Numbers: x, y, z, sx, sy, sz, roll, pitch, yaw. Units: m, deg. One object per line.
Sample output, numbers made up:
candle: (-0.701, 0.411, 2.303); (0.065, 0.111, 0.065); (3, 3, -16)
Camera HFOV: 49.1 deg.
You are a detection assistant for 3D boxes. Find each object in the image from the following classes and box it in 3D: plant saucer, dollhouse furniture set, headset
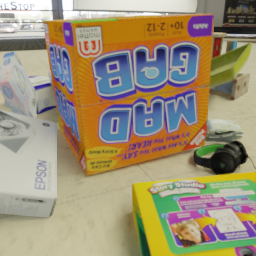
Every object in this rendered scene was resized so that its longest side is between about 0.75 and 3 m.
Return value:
plant saucer: (3.066, -1.938, 9.660); (2.140, 0.512, 2.137); (-16, 22, 47)
dollhouse furniture set: (3.712, -2.418, 10.764); (1.569, 2.226, 1.560); (16, 27, 34)
headset: (2.037, 0.491, 5.606); (0.944, 0.718, 1.529); (-21, 19, -40)

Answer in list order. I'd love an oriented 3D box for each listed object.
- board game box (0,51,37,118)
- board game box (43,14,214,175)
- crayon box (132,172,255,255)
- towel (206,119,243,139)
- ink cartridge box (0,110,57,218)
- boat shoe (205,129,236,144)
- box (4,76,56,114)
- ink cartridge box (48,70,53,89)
board game box: (-2.798, -0.958, 7.221); (0.321, 1.482, 1.475); (-16, 43, -2)
board game box: (-0.136, -1.076, 6.493); (2.809, 2.807, 2.807); (-12, 25, -21)
crayon box: (1.171, 1.331, 3.670); (2.040, 0.595, 1.760); (-4, 21, -6)
towel: (2.554, 0.006, 7.480); (0.808, 0.227, 0.944); (5, 22, 5)
ink cartridge box: (-2.489, 0.385, 4.809); (2.471, 0.502, 2.466); (11, 26, -21)
boat shoe: (2.089, 0.173, 6.891); (1.092, 0.337, 0.397); (6, 23, 16)
box: (-3.119, -1.186, 9.560); (1.624, 0.852, 1.493); (13, 26, 28)
ink cartridge box: (-1.688, -0.970, 8.691); (1.055, 0.416, 2.122); (-12, 62, -23)
